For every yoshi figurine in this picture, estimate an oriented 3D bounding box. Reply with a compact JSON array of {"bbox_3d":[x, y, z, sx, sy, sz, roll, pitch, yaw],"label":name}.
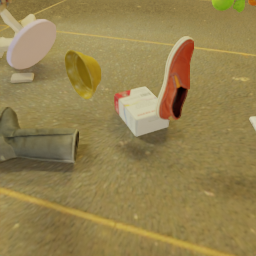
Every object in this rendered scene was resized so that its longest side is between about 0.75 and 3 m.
[{"bbox_3d":[2.781,-3.527,7.398,1.762,0.987,0.990,-18,15,-40],"label":"yoshi figurine"}]

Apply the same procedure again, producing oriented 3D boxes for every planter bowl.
[{"bbox_3d":[-1.093,-1.475,7.429,0.556,1.336,1.336,-28,46,-28],"label":"planter bowl"}]

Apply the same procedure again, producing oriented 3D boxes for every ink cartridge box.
[{"bbox_3d":[0.407,-0.562,8.956,1.180,0.671,1.619,-16,41,-19],"label":"ink cartridge box"}]

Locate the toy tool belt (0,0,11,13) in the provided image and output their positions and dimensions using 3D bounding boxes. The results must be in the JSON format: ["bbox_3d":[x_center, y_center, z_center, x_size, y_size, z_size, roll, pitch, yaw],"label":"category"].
[{"bbox_3d":[-3.840,-3.994,8.312,0.756,1.230,0.768,-43,96,-18],"label":"toy tool belt"}]

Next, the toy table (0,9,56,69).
[{"bbox_3d":[-4.475,-3.819,11.930,1.498,2.351,2.557,32,57,20],"label":"toy table"}]

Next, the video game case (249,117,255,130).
[{"bbox_3d":[4.483,-0.021,8.719,1.078,0.128,0.981,0,38,0],"label":"video game case"}]

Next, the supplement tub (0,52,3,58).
[{"bbox_3d":[-6.417,-3.620,12.542,1.362,0.984,0.984,15,41,17],"label":"supplement tub"}]

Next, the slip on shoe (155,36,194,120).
[{"bbox_3d":[1.175,-1.080,6.412,0.597,1.952,0.723,25,15,39],"label":"slip on shoe"}]

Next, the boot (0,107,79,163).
[{"bbox_3d":[-2.574,0.148,7.941,2.328,0.845,2.117,-8,53,1],"label":"boot"}]

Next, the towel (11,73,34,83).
[{"bbox_3d":[-4.226,-2.005,11.202,0.856,0.148,0.567,-5,40,-7],"label":"towel"}]
